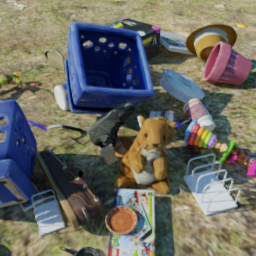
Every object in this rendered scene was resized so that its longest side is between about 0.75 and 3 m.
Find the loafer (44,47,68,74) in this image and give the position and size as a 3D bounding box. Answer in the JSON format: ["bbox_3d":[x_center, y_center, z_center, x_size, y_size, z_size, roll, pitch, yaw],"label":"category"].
[{"bbox_3d":[-3.556,-3.391,14.314,0.959,1.081,2.842,-17,32,-20],"label":"loafer"}]

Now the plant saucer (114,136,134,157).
[{"bbox_3d":[-0.193,0.619,10.013,1.027,0.192,1.027,0,40,0],"label":"plant saucer"}]

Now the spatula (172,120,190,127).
[{"bbox_3d":[2.334,-0.248,11.100,1.335,0.137,0.377,-15,41,-13],"label":"spatula"}]

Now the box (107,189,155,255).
[{"bbox_3d":[0.121,2.603,7.438,1.164,0.367,2.115,2,40,2],"label":"box"}]

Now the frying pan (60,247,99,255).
[{"bbox_3d":[-1.215,3.219,6.856,1.003,0.163,0.607,-2,38,0],"label":"frying pan"}]

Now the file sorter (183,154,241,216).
[{"bbox_3d":[2.443,1.622,8.228,1.008,0.904,1.453,-11,41,-13],"label":"file sorter"}]

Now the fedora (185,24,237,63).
[{"bbox_3d":[4.275,-4.106,14.372,2.754,2.754,1.123,0,70,1],"label":"fedora"}]

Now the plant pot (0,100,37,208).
[{"bbox_3d":[-3.926,0.946,7.739,2.465,2.466,2.217,-12,58,-8],"label":"plant pot"}]

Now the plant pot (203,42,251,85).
[{"bbox_3d":[4.693,-2.850,13.154,1.678,1.874,1.874,19,40,-2],"label":"plant pot"}]

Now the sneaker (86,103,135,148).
[{"bbox_3d":[-0.464,0.022,9.518,1.950,0.746,1.117,-34,57,11],"label":"sneaker"}]

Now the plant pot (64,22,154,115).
[{"bbox_3d":[-0.970,-1.961,10.592,2.750,2.473,2.751,-2,70,-26],"label":"plant pot"}]

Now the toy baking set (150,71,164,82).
[{"bbox_3d":[1.367,-2.597,13.986,1.250,0.145,0.959,28,47,30],"label":"toy baking set"}]

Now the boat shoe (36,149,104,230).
[{"bbox_3d":[-1.743,1.578,8.142,1.031,1.032,2.931,-29,51,-20],"label":"boat shoe"}]

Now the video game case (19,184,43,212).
[{"bbox_3d":[-3.000,2.032,8.372,0.623,0.078,0.870,-28,47,-31],"label":"video game case"}]

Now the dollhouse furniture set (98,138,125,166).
[{"bbox_3d":[-0.745,0.430,9.711,0.792,0.676,1.528,-29,44,-6],"label":"dollhouse furniture set"}]

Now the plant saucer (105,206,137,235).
[{"bbox_3d":[-0.177,2.411,7.274,0.812,0.131,0.812,-1,39,0],"label":"plant saucer"}]

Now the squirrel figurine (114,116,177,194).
[{"bbox_3d":[0.650,0.494,8.509,1.664,2.195,2.352,10,36,5],"label":"squirrel figurine"}]

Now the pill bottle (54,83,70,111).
[{"bbox_3d":[-2.093,-1.519,11.939,1.843,1.067,1.067,-24,45,-27],"label":"pill bottle"}]

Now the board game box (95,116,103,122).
[{"bbox_3d":[-0.878,-0.112,10.862,0.802,0.247,0.802,3,39,5],"label":"board game box"}]

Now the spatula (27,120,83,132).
[{"bbox_3d":[-2.569,-0.021,10.112,2.123,0.218,0.600,6,16,-35],"label":"spatula"}]

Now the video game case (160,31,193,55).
[{"bbox_3d":[2.711,-5.068,16.513,2.029,0.255,2.834,2,36,-24],"label":"video game case"}]

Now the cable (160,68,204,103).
[{"bbox_3d":[2.296,-1.714,11.961,1.913,0.662,1.913,-3,44,-48],"label":"cable"}]

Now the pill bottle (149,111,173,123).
[{"bbox_3d":[1.301,-0.400,10.972,0.848,0.484,0.484,7,38,28],"label":"pill bottle"}]

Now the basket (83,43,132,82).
[{"bbox_3d":[-1.043,-3.279,13.116,2.536,1.889,1.810,4,39,-13],"label":"basket"}]

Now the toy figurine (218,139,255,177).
[{"bbox_3d":[3.773,1.066,9.154,1.232,1.005,1.338,32,23,15],"label":"toy figurine"}]

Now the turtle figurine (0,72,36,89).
[{"bbox_3d":[-5.603,-2.108,12.809,2.423,0.780,1.954,22,43,26],"label":"turtle figurine"}]

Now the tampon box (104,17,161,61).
[{"bbox_3d":[0.220,-4.890,15.636,2.553,1.611,1.913,27,46,29],"label":"tampon box"}]

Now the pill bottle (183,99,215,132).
[{"bbox_3d":[2.727,-0.424,10.724,0.733,0.733,1.284,-15,56,-17],"label":"pill bottle"}]

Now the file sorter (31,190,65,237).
[{"bbox_3d":[-2.212,2.291,7.647,0.664,0.596,0.957,-16,42,-18],"label":"file sorter"}]

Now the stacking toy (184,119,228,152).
[{"bbox_3d":[2.744,0.430,9.723,1.492,0.819,0.866,28,66,22],"label":"stacking toy"}]
